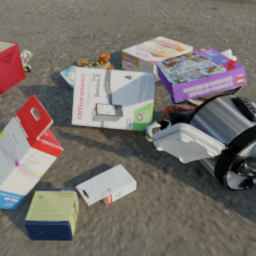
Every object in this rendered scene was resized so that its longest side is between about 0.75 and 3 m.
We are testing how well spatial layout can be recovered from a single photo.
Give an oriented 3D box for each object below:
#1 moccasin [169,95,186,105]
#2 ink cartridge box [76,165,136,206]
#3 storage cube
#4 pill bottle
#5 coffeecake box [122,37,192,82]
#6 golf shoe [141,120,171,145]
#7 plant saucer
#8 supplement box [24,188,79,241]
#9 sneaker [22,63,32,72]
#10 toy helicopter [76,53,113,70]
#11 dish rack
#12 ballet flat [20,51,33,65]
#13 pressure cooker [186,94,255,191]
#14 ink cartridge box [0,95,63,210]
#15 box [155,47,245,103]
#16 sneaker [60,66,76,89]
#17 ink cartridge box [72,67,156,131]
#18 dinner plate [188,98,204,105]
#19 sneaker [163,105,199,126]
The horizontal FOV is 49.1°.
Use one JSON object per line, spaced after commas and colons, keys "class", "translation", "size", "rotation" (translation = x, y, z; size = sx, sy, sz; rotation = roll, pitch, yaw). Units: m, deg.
{"class": "moccasin", "translation": [2.344, -1.710, 10.789], "size": [0.715, 0.843, 2.096], "rotation": [15, 73, 38]}
{"class": "ink cartridge box", "translation": [-0.628, 1.733, 8.110], "size": [1.539, 0.387, 0.838], "rotation": [-23, 44, -25]}
{"class": "storage cube", "translation": [-6.070, -2.827, 12.787], "size": [2.030, 1.825, 1.735], "rotation": [14, 40, 16]}
{"class": "pill bottle", "translation": [3.930, -2.279, 10.963], "size": [0.801, 1.426, 0.801], "rotation": [-23, 10, 4]}
{"class": "coffeecake box", "translation": [1.470, -3.569, 14.348], "size": [2.905, 1.061, 2.229], "rotation": [-30, 47, -33]}
{"class": "golf shoe", "translation": [1.296, 0.165, 9.222], "size": [1.737, 0.821, 0.675], "rotation": [5, 44, -43]}
{"class": "plant saucer", "translation": [3.747, -1.898, 12.373], "size": [2.431, 0.419, 2.431], "rotation": [-4, 45, 4]}
{"class": "supplement box", "translation": [-1.909, 2.210, 7.205], "size": [1.089, 0.731, 1.088], "rotation": [1, 38, 1]}
{"class": "sneaker", "translation": [-5.240, -2.985, 14.246], "size": [0.970, 0.361, 0.410], "rotation": [24, 53, 37]}
{"class": "toy helicopter", "translation": [-1.938, -3.162, 14.249], "size": [2.219, 0.875, 1.468], "rotation": [20, 50, 39]}
{"class": "dish rack", "translation": [1.427, 0.474, 7.070], "size": [1.394, 1.624, 0.354], "rotation": [28, 66, -15]}
{"class": "ballet flat", "translation": [-5.534, -3.824, 15.079], "size": [0.507, 0.522, 1.468], "rotation": [-17, 35, 16]}
{"class": "pressure cooker", "translation": [3.200, 0.528, 8.151], "size": [2.300, 2.336, 2.616], "rotation": [-28, 43, -4]}
{"class": "ink cartridge box", "translation": [-2.899, 0.648, 7.729], "size": [2.764, 0.930, 1.606], "rotation": [-50, 49, 4]}
{"class": "box", "translation": [2.047, -1.754, 8.705], "size": [1.975, 0.564, 2.886], "rotation": [-15, 26, 3]}
{"class": "sneaker", "translation": [-2.574, -2.427, 13.009], "size": [0.862, 0.525, 1.320], "rotation": [-37, 54, -6]}
{"class": "ink cartridge box", "translation": [-0.500, -0.994, 10.014], "size": [2.776, 2.020, 1.166], "rotation": [5, 4, 3]}
{"class": "dinner plate", "translation": [3.481, -1.451, 12.290], "size": [2.209, 0.268, 2.209], "rotation": [1, 37, 0]}
{"class": "sneaker", "translation": [2.422, -0.343, 10.448], "size": [2.178, 0.770, 1.064], "rotation": [-2, 38, 3]}
